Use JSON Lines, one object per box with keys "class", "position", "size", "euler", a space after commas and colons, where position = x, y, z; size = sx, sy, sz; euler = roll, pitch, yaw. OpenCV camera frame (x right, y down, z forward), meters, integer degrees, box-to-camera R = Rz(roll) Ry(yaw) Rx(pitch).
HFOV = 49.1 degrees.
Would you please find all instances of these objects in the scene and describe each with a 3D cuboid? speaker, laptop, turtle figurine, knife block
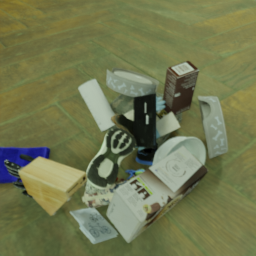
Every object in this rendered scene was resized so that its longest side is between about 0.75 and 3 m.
{"class": "speaker", "position": [-1.131, -0.853, 10.668], "size": [0.785, 0.785, 1.933], "euler": [-30, 91, -29]}
{"class": "laptop", "position": [0.675, -0.195, 9.135], "size": [0.952, 1.634, 1.844], "euler": [0, -1, -32]}
{"class": "turtle figurine", "position": [0.555, 2.315, 8.686], "size": [2.177, 1.566, 2.111], "euler": [27, 59, 6]}
{"class": "knife block", "position": [-2.740, 1.454, 8.724], "size": [2.408, 2.744, 0.878], "euler": [45, 48, 1]}

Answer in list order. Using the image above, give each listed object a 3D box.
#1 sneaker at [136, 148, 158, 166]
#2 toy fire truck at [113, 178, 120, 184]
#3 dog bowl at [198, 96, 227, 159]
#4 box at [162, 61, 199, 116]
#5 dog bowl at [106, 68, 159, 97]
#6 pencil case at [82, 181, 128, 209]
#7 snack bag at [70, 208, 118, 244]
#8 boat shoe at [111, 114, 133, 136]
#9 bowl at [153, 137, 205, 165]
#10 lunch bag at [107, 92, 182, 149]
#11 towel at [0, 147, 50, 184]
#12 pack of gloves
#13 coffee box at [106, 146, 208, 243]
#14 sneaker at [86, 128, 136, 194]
{"class": "sneaker", "position": [1.117, 1.071, 10.557], "size": [1.627, 0.634, 0.570], "euler": [7, 24, -16]}
{"class": "toy fire truck", "position": [-0.589, 2.025, 9.500], "size": [0.919, 0.516, 0.772], "euler": [49, 21, 14]}
{"class": "dog bowl", "position": [3.230, -0.079, 10.720], "size": [0.719, 2.453, 2.453], "euler": [-10, 40, 13]}
{"class": "box", "position": [1.908, -1.426, 10.498], "size": [0.971, 1.939, 0.727], "euler": [-23, 54, -19]}
{"class": "dog bowl", "position": [0.143, -1.779, 11.158], "size": [2.206, 0.647, 2.206], "euler": [15, 20, -6]}
{"class": "pencil case", "position": [-0.582, 1.971, 8.217], "size": [1.600, 0.716, 0.623], "euler": [-18, 67, 32]}
{"class": "snack bag", "position": [-1.061, 2.914, 8.503], "size": [1.301, 0.139, 1.227], "euler": [38, 12, 29]}
{"class": "boat shoe", "position": [-0.100, -0.106, 9.617], "size": [0.452, 1.225, 0.463], "euler": [3, 60, 47]}
{"class": "bowl", "position": [1.571, 1.157, 9.606], "size": [2.145, 2.145, 0.964], "euler": [-26, 32, -26]}
{"class": "lunch bag", "position": [0.730, -0.484, 11.907], "size": [2.724, 1.601, 2.234], "euler": [25, 50, 21]}
{"class": "towel", "position": [-4.218, 1.331, 10.624], "size": [2.257, 0.559, 1.667], "euler": [-2, 41, -2]}
{"class": "pack of gloves", "position": [0.771, -0.149, 10.532], "size": [1.967, 0.388, 1.653], "euler": [-31, 62, 11]}
{"class": "coffee box", "position": [0.731, 1.612, 7.025], "size": [2.365, 1.337, 0.944], "euler": [-28, 62, -32]}
{"class": "sneaker", "position": [-0.611, 0.930, 8.131], "size": [0.956, 1.102, 2.487], "euler": [38, 42, -1]}
